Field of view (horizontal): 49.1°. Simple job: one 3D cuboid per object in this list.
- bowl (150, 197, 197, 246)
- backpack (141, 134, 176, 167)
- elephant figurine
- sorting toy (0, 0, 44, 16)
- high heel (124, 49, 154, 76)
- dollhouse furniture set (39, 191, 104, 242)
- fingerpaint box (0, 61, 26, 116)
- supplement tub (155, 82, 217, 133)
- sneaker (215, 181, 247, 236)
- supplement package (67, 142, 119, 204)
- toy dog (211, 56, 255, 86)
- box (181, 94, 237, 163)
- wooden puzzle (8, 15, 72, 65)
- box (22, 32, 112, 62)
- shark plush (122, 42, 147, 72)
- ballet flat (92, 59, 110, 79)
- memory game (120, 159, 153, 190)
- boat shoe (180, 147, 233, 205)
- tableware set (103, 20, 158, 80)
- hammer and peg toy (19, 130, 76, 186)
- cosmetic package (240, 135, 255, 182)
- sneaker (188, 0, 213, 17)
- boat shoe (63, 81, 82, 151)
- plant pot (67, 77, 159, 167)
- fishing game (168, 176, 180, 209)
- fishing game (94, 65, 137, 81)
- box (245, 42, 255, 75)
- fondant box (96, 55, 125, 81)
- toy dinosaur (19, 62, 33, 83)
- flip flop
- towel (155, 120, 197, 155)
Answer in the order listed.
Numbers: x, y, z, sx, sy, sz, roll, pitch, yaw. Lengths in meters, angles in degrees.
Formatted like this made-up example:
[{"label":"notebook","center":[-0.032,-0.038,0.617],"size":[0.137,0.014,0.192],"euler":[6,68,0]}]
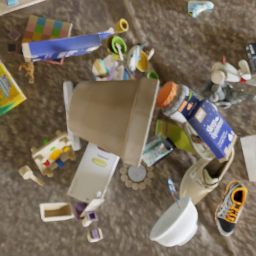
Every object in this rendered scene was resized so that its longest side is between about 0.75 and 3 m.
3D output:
[{"label":"bowl","center":[1.615,3.161,9.050],"size":[0.826,1.837,1.837],"euler":[44,84,4]},{"label":"backpack","center":[0.968,0.789,9.786],"size":[0.873,1.030,1.160],"euler":[45,106,5]},{"label":"elephant figurine","center":[3.662,-1.220,10.492],"size":[1.678,1.302,1.187],"euler":[21,119,-22]},{"label":"sorting toy","center":[-4.815,-6.277,11.485],"size":[2.170,0.432,2.936],"euler":[-23,83,-3]},{"label":"high heel","center":[0.230,-2.807,10.898],"size":[1.028,0.515,1.442],"euler":[43,92,-5]},{"label":"dollhouse furniture set","center":[-1.553,2.537,8.259],"size":[1.777,1.262,1.408],"euler":[9,42,-37]},{"label":"fingerpaint box","center":[-5.208,-1.525,10.655],"size":[1.659,0.729,1.988],"euler":[-34,83,-5]},{"label":"supplement tub","center":[1.965,-0.702,9.567],"size":[1.935,1.186,1.186],"euler":[29,82,-20]},{"label":"sneaker","center":[3.706,2.869,10.009],"size":[0.781,0.771,1.996],"euler":[16,84,1]},{"label":"supplement package","center":[-1.112,1.521,9.782],"size":[1.109,1.558,2.000],"euler":[22,83,2]},{"label":"toy dog","center":[3.639,-1.949,9.419],"size":[1.734,0.835,1.144],"euler":[-2,43,-8]},{"label":"box","center":[2.343,-0.067,8.018],"size":[1.867,0.303,1.131],"euler":[48,48,-8]},{"label":"wooden puzzle","center":[-3.311,-3.526,11.208],"size":[2.898,0.204,1.719],"euler":[13,82,2]},{"label":"box","center":[-1.864,-2.476,8.631],"size":[2.623,1.589,0.425],"euler":[-15,101,-17]},{"label":"shark plush","center":[0.266,-2.575,9.906],"size":[0.530,0.578,1.273],"euler":[46,50,-28]},{"label":"ballet flat","center":[-0.811,-1.634,8.124],"size":[0.417,1.324,0.454],"euler":[-28,85,5]},{"label":"memory game","center":[0.326,1.682,10.522],"size":[1.284,0.082,1.284],"euler":[0,81,1]},{"label":"boat shoe","center":[2.665,1.657,9.638],"size":[1.007,0.907,2.791],"euler":[30,108,-1]},{"label":"tableware set","center":[0.205,-2.444,9.888],"size":[1.816,0.414,2.696],"euler":[-43,111,-43]},{"label":"hammer and peg toy","center":[-2.595,1.011,9.003],"size":[1.827,1.343,0.644],"euler":[-38,61,-23]},{"label":"cosmetic package","center":[4.731,1.087,10.200],"size":[0.702,0.890,1.654],"euler":[-10,83,-3]},{"label":"sneaker","center":[2.884,-4.747,11.300],"size":[0.988,0.393,0.645],"euler":[9,80,11]},{"label":"boat shoe","center":[-1.831,-0.443,10.134],"size":[0.710,0.860,2.507],"euler":[-8,98,-22]},{"label":"plant pot","center":[-0.488,-0.372,8.527],"size":[2.331,2.687,2.687],"euler":[12,82,2]},{"label":"fishing game","center":[1.557,2.103,9.454],"size":[0.189,1.214,0.869],"euler":[-23,102,10]},{"label":"fishing game","center":[-0.667,-1.806,10.722],"size":[1.975,0.307,1.414],"euler":[-24,80,11]},{"label":"box","center":[5.314,-2.819,11.072],"size":[0.995,0.270,1.243],"euler":[-13,82,-2]},{"label":"fondant box","center":[-0.645,-1.978,10.031],"size":[0.427,1.057,1.465],"euler":[30,49,-33]},{"label":"toy dinosaur","center":[-3.881,-2.411,11.000],"size":[0.688,0.391,1.295],"euler":[5,96,-9]},{"label":"flip flop","center":[2.145,0.371,8.565],"size":[0.399,0.561,1.385],"euler":[-34,75,34]},{"label":"towel","center":[1.680,0.303,9.952],"size":[0.166,1.833,0.789],"euler":[-17,117,-39]}]
